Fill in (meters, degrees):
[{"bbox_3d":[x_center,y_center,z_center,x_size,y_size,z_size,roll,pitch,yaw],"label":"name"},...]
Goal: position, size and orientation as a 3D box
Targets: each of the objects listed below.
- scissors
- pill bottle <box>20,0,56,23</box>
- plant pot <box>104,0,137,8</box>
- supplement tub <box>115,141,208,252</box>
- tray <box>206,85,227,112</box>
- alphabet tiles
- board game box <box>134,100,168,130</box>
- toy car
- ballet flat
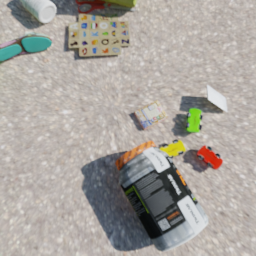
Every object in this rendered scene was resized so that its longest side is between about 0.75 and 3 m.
[{"bbox_3d":[-0.937,-5.218,11.737,2.532,0.176,0.926,-3,71,1],"label":"scissors"},{"bbox_3d":[-3.729,-5.025,11.287,1.554,0.889,0.889,43,78,13],"label":"pill bottle"},{"bbox_3d":[-0.553,-6.016,10.958,2.442,2.656,2.656,20,74,-7],"label":"plant pot"},{"bbox_3d":[0.927,2.021,8.695,1.836,1.836,2.997,-29,77,-8],"label":"supplement tub"},{"bbox_3d":[3.191,-1.032,10.158,1.191,0.132,0.639,25,57,-34],"label":"tray"},{"bbox_3d":[-1.157,-3.761,11.259,2.447,0.077,2.036,-4,70,-4],"label":"alphabet tiles"},{"bbox_3d":[0.838,-0.474,10.286,0.996,0.231,0.755,-27,75,-8],"label":"board game box"},{"bbox_3d":[2.262,0.342,9.915,2.194,0.489,2.065,10,73,2],"label":"toy car"},{"bbox_3d":[-4.150,-3.283,10.916,2.327,0.804,0.828,-20,54,-6],"label":"ballet flat"}]
